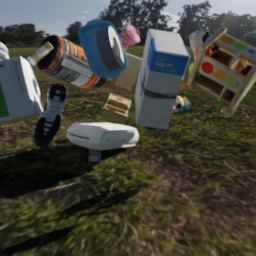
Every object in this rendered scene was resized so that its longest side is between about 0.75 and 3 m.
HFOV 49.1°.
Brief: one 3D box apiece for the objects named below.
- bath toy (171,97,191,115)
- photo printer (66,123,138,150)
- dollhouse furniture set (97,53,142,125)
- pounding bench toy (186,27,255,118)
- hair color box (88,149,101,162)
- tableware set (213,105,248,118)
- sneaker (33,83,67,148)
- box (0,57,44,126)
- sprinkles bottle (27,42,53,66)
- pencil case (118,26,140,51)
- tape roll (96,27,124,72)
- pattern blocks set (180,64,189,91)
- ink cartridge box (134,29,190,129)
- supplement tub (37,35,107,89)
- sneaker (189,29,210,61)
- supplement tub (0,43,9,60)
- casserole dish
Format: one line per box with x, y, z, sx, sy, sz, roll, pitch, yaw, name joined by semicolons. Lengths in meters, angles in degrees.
1.579;-0.749;10.796;1.895;0.824;0.700;-16;43;-38;bath toy
-1.011;0.280;10.564;1.899;0.793;2.283;11;9;38;photo printer
-0.151;-1.420;9.672;1.961;2.135;1.389;20;30;-2;dollhouse furniture set
2.774;-1.516;8.540;1.792;2.298;1.427;35;57;19;pounding bench toy
-1.210;0.945;10.182;0.416;0.255;0.841;-1;19;-3;hair color box
3.633;-0.554;9.974;1.074;0.710;0.215;9;55;-7;tableware set
-2.107;-0.264;7.727;0.619;1.863;0.843;15;-23;-10;sneaker
-3.451;-1.005;8.243;1.440;1.673;1.681;-13;4;-7;box
-2.718;-2.299;8.661;0.832;0.284;0.284;-46;36;-13;sprinkles bottle
-0.400;-3.480;11.888;1.977;0.818;0.855;-29;34;39;pencil case
-0.455;-2.036;7.262;0.358;1.083;1.083;-14;16;14;tape roll
2.093;-2.435;13.379;0.162;1.997;1.755;-21;43;-32;pattern blocks set
0.810;-1.299;7.551;0.927;2.158;1.580;8;37;-8;ink cartridge box
-1.898;-2.253;10.159;1.359;1.359;2.541;18;1;41;supplement tub
2.766;-2.508;9.860;0.737;1.973;0.809;-25;7;-21;sneaker
-4.547;-2.204;9.583;0.935;0.935;1.332;-9;61;-25;supplement tub
-0.711;-2.176;7.913;1.101;1.818;0.353;-19;-10;-12;casserole dish
